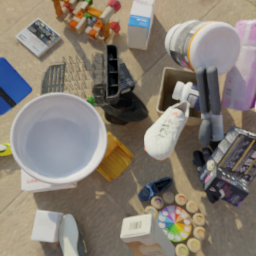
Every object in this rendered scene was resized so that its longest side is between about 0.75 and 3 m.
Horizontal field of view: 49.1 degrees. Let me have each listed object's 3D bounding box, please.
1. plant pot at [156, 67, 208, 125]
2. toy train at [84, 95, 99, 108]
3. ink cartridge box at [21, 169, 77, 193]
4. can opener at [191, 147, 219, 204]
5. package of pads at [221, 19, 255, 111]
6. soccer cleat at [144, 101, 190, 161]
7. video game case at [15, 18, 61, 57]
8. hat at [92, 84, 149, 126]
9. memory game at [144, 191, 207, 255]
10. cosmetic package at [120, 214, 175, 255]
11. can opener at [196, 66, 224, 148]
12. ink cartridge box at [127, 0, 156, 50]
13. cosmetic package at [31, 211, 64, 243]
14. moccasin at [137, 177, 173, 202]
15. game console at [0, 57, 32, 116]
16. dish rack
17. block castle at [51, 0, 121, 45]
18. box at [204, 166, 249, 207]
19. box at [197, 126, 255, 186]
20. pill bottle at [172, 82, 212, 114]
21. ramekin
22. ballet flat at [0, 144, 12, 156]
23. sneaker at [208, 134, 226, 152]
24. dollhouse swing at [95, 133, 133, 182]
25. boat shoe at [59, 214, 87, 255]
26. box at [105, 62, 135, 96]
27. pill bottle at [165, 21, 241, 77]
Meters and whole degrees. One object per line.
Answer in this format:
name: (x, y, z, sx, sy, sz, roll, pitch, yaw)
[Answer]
plant pot: (1.916, -0.933, 10.011, 1.684, 1.491, 1.682, 11, 73, 5)
toy train: (-1.604, -0.677, 9.853, 1.546, 0.323, 0.436, -36, 88, -33)
ink cartridge box: (-2.725, 0.982, 9.637, 1.667, 0.960, 2.284, -7, 71, -2)
can opener: (2.663, 1.634, 9.587, 0.597, 0.740, 1.883, -2, 76, -37)
package of pads: (4.088, -2.080, 9.341, 1.735, 2.880, 1.090, -18, 31, -42)
soccer cleat: (1.146, -0.026, 7.924, 0.872, 0.976, 2.516, 34, 36, 4)
video game case: (-3.748, -3.791, 11.706, 1.433, 0.167, 1.302, 40, 76, 13)
hat: (-0.394, -0.691, 10.171, 2.246, 0.906, 2.246, 17, 36, -13)
memory game: (1.526, 3.079, 9.046, 2.150, 0.137, 2.150, 5, 56, -8)
cosmetic package: (0.560, 3.062, 7.441, 0.859, 1.633, 0.580, -19, 31, 24)
can opener: (2.316, -0.550, 7.955, 0.620, 2.357, 0.783, 4, 28, 32)
ink cartridge box: (0.598, -4.609, 11.313, 0.820, 1.417, 2.440, 11, 71, 4)
cosmetic package: (-2.578, 3.159, 9.013, 0.738, 0.742, 0.887, 6, 71, 2)
moccasin: (0.900, 2.025, 9.550, 1.344, 0.458, 0.541, -33, 74, -10)
game console: (-3.634, -1.163, 8.022, 1.265, 1.079, 0.748, 52, 33, -22)
dish rack: (-1.591, -1.592, 9.213, 2.729, 0.744, 2.093, -5, 63, 5)
block castle: (-1.602, -4.703, 11.138, 2.743, 1.833, 1.287, 28, 72, 8)
box: (2.447, 1.456, 6.987, 0.906, 0.554, 0.481, 28, 31, 3)
box: (3.248, 1.031, 8.350, 1.600, 1.985, 0.487, 15, 27, -23)
pill bottle: (2.128, -0.990, 8.881, 1.345, 0.746, 0.746, 20, 72, 9)
ramekin: (-2.027, 0.407, 8.189, 2.579, 1.354, 2.579, 5, 73, -18)
ballet flat: (-4.835, 0.828, 9.938, 1.510, 0.506, 0.505, -12, 71, -4)
sneaker: (3.014, 0.396, 9.126, 0.810, 1.554, 0.467, -32, 38, 13)
dollhouse swing: (-0.587, 0.980, 9.567, 1.141, 1.104, 1.256, 41, 76, 13)
boat shoe: (-1.689, 3.757, 8.891, 0.710, 0.594, 1.987, -21, 70, 21)
box: (-0.303, -1.746, 10.173, 0.740, 0.534, 0.997, -22, 80, -15)
pill bottle: (2.213, -2.613, 8.965, 1.552, 2.667, 1.552, -5, 112, -11)
